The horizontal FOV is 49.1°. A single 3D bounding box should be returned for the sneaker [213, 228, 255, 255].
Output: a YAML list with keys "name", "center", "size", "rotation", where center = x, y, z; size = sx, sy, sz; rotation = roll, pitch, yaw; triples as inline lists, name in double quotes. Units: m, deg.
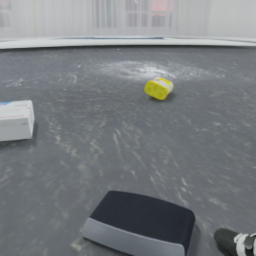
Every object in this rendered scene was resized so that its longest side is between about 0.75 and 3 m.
- name: "sneaker"
  center: [2.569, 2.313, 5.455]
  size: [1.828, 0.809, 0.677]
  rotation: [20, 32, 40]

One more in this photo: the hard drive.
- name: "hard drive"
  center: [0.280, 2.107, 6.277]
  size: [2.283, 0.483, 1.540]
  rotation: [9, 25, 20]

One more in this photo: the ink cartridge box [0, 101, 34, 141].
- name: "ink cartridge box"
  center: [-4.691, -0.313, 11.252]
  size: [1.563, 0.915, 2.163]
  rotation: [-6, 23, -13]

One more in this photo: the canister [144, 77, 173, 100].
- name: "canister"
  center: [1.773, -2.263, 15.708]
  size: [1.250, 0.728, 1.683]
  rotation: [26, 28, 12]
